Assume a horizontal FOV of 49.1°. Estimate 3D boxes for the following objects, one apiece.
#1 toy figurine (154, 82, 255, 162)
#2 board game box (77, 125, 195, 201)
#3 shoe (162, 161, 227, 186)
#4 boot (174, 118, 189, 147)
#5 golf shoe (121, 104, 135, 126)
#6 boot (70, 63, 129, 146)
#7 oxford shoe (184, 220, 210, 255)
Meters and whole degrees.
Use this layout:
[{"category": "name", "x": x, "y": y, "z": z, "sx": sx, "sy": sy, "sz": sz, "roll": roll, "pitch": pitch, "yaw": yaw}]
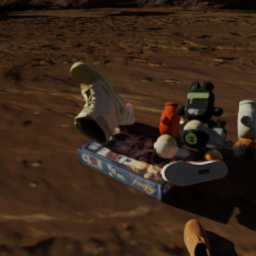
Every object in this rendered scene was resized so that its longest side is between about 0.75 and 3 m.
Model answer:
[{"category": "toy figurine", "x": 1.909, "y": 0.126, "z": 6.852, "sx": 2.156, "sy": 2.190, "sz": 1.523, "roll": 19, "pitch": 68, "yaw": -15}, {"category": "board game box", "x": 0.203, "y": 0.803, "z": 7.839, "sx": 2.736, "sy": 0.473, "sz": 1.854, "roll": 19, "pitch": 34, "yaw": 31}, {"category": "shoe", "x": 1.537, "y": 1.093, "z": 6.815, "sx": 1.582, "sy": 0.565, "sz": 0.720, "roll": -4, "pitch": -12, "yaw": -9}, {"category": "boot", "x": 1.749, "y": -0.139, "z": 8.438, "sx": 0.499, "sy": 1.371, "sz": 1.066, "roll": 31, "pitch": 19, "yaw": -14}, {"category": "golf shoe", "x": -0.630, "y": -0.482, "z": 9.861, "sx": 1.756, "sy": 0.804, "sz": 0.661, "roll": -5, "pitch": 30, "yaw": -5}, {"category": "boot", "x": -1.118, "y": -0.758, "z": 8.301, "sx": 0.854, "sy": 2.370, "sz": 1.833, "roll": -35, "pitch": 12, "yaw": 35}, {"category": "oxford shoe", "x": 1.356, "y": 2.211, "z": 5.317, "sx": 0.485, "sy": 0.484, "sz": 1.359, "roll": 0, "pitch": 27, "yaw": 3}]
